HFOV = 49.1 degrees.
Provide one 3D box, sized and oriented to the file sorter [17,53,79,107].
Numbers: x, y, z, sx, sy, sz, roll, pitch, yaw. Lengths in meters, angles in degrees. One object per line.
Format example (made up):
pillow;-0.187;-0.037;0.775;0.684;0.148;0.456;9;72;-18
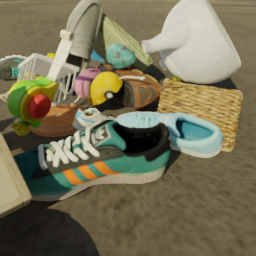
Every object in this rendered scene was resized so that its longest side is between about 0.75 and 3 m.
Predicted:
file sorter;-2.165;-1.120;7.192;1.112;0.998;1.603;13;-6;-33

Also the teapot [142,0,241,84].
teapot;1.497;-1.864;6.626;1.619;2.216;2.188;-29;30;29

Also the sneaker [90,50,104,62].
sneaker;-0.799;-3.394;12.499;2.208;0.845;0.892;10;22;5

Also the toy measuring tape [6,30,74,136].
toy measuring tape;-1.792;-0.938;5.545;0.862;2.342;0.862;24;3;-1

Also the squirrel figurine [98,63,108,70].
squirrel figurine;-0.655;-2.212;10.621;0.892;0.676;0.956;5;14;30

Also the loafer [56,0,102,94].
loafer;-1.468;-2.419;8.551;1.033;2.953;1.031;3;31;-41

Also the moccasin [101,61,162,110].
moccasin;-0.009;-1.358;8.246;1.148;1.088;2.975;-15;19;-22

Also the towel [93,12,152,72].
towel;-0.336;-2.533;9.283;2.235;1.658;0.408;43;61;-3

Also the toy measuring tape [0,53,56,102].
toy measuring tape;-3.039;-1.621;8.487;2.059;0.757;0.757;-38;36;-2

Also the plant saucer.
plant saucer;-1.812;-0.274;7.392;1.604;0.259;1.604;0;28;0

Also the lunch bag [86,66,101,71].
lunch bag;-1.481;-1.751;9.756;1.093;0.508;1.241;-19;35;-30

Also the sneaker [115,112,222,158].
sneaker;0.782;-0.044;5.952;2.428;0.995;0.898;8;65;15

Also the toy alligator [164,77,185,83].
toy alligator;1.710;-1.672;9.748;0.385;0.279;1.160;-29;14;-29

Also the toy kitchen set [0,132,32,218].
toy kitchen set;-3.123;0.810;4.441;2.058;2.522;2.276;-24;79;-32

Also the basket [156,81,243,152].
basket;1.727;-0.251;6.997;1.926;1.435;1.374;11;-2;19

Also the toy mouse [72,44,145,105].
toy mouse;-0.746;-1.641;7.883;2.831;0.548;2.516;-26;37;30

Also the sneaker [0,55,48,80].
sneaker;-3.630;-2.097;10.083;2.295;0.890;1.047;-12;35;-18

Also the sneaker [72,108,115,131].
sneaker;-0.751;-0.208;6.881;1.198;0.484;0.458;-2;32;-40

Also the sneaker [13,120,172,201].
sneaker;-0.666;0.409;4.882;2.983;1.192;1.065;-7;45;-16
